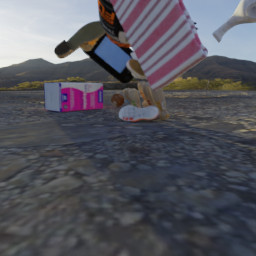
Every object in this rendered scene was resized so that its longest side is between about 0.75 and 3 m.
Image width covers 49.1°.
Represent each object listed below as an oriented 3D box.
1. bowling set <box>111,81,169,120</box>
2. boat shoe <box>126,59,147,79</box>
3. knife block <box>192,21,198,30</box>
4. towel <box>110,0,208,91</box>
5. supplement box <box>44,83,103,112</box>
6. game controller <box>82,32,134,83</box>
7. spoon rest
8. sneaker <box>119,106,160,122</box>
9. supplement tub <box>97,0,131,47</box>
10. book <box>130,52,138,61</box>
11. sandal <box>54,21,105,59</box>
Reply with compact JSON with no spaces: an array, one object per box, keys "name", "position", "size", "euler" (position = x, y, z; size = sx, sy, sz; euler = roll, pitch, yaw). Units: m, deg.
[{"name":"bowling set","position":[0.347,-0.915,11.278],"size":[1.877,1.448,2.697],"euler":[-20,13,-5]},{"name":"boat shoe","position":[0.324,-1.963,9.793],"size":[0.502,0.512,1.447],"euler":[-9,-15,35]},{"name":"knife block","position":[1.831,-3.354,9.447],"size":[0.861,0.314,0.981],"euler":[-1,4,-10]},{"name":"towel","position":[0.435,-1.765,4.614],"size":[0.307,2.051,1.501],"euler":[-24,-1,-26]},{"name":"supplement box","position":[-2.732,-1.631,14.377],"size":[1.403,1.374,2.715],"euler":[9,13,43]},{"name":"game controller","position":[-0.697,-3.341,12.833],"size":[2.836,1.479,0.597],"euler":[36,21,-23]},{"name":"spoon rest","position":[3.319,-3.230,8.137],"size":[1.796,0.892,0.544],"euler":[-30,21,41]},{"name":"sneaker","position":[0.420,-0.418,10.199],"size":[1.574,0.606,0.644],"euler":[5,-17,29]},{"name":"supplement tub","position":[-0.018,-3.263,7.015],"size":[1.519,1.519,2.479],"euler":[0,-22,-1]},{"name":"book","position":[1.115,-3.116,12.071],"size":[1.740,1.163,0.418],"euler":[-29,-17,18]},{"name":"sandal","position":[-1.668,-3.165,10.459],"size":[2.182,0.800,0.718],"euler":[-31,-22,0]}]
